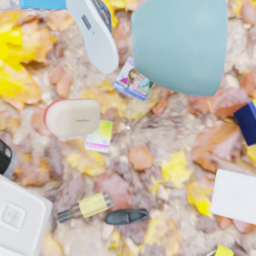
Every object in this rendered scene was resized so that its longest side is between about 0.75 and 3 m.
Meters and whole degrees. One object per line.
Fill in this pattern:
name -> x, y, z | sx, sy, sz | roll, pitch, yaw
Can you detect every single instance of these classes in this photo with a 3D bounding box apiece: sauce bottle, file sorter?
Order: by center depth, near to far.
file sorter -> -2.475, -3.731, 7.359 | 1.110, 1.809, 1.255 | 7, 111, 33
sauce bottle -> -1.153, 2.134, 7.427 | 1.487, 0.481, 0.481 | -20, 79, -2

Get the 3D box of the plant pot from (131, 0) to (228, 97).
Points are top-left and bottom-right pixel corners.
plant pot -> 1.068, -2.130, 6.841 | 1.910, 2.836, 2.836 | -3, 78, 3

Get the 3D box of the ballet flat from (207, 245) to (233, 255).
ballet flat -> 2.303, 4.299, 8.285 | 1.986, 0.664, 0.666 | -44, 60, -11

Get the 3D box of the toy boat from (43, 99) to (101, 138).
toy boat -> -1.352, -0.299, 6.518 | 0.877, 1.342, 0.876 | 25, 112, 42

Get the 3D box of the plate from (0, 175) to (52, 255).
plate -> -2.479, 1.899, 5.856 | 1.901, 1.897, 0.307 | 38, 120, -26

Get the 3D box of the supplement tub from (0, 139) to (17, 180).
supplement tub -> -3.652, 0.508, 6.455 | 1.258, 2.053, 1.258 | -9, 54, 12

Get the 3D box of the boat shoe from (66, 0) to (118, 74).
boat shoe -> -0.663, -2.462, 7.160 | 0.781, 1.002, 2.208 | -26, 89, 35

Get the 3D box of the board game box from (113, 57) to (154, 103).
board game box -> 0.292, -1.657, 9.677 | 1.230, 0.253, 1.227 | 27, 79, 5

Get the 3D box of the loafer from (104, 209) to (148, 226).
loafer -> -0.060, 2.734, 8.622 | 1.379, 0.484, 0.468 | -8, 78, -2

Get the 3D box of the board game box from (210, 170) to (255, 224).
board game box -> 2.184, 1.375, 5.648 | 0.896, 0.116, 0.896 | 11, 74, 14

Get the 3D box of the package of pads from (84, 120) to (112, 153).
package of pads -> -0.784, 0.198, 7.293 | 0.636, 0.281, 0.824 | 10, 89, -9

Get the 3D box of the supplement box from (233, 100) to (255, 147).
supplement box -> 4.859, -0.428, 8.883 | 2.364, 1.294, 1.287 | -18, 79, -3
